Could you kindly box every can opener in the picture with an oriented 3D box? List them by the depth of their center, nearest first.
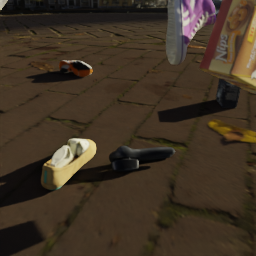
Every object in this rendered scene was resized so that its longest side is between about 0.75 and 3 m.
[{"bbox_3d":[0.325,0.669,6.644,1.594,0.626,0.505,-6,-11,-19],"label":"can opener"}]

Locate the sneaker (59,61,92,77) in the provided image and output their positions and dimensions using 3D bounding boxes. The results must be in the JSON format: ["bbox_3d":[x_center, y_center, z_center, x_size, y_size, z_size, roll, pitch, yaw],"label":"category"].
[{"bbox_3d":[-2.356,-2.932,13.365,1.889,0.715,0.869,18,28,29],"label":"sneaker"}]

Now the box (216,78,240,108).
[{"bbox_3d":[3.512,-1.252,9.859,0.530,0.840,0.854,1,27,1],"label":"box"}]

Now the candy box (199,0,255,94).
[{"bbox_3d":[2.362,-1.415,5.198,2.309,1.333,0.638,7,13,-45],"label":"candy box"}]

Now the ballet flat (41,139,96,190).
[{"bbox_3d":[-1.274,0.617,6.428,0.693,0.636,2.018,8,28,15],"label":"ballet flat"}]

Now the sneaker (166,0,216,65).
[{"bbox_3d":[1.169,-1.830,5.014,0.885,1.553,0.563,8,-13,-9],"label":"sneaker"}]

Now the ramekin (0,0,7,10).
[{"bbox_3d":[-2.431,-2.157,4.240,0.753,1.618,1.618,42,22,-16],"label":"ramekin"}]
